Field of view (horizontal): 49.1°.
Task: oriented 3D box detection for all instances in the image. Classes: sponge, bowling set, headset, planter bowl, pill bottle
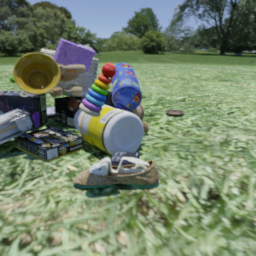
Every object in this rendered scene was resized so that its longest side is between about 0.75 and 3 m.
[{"bbox_3d":[-1.909,-2.553,10.033,1.498,0.836,0.223,7,25,-48],"label":"sponge"},{"bbox_3d":[-2.363,-1.400,10.099,1.234,1.600,2.299,-5,1,-25],"label":"bowling set"},{"bbox_3d":[-0.649,-0.997,11.849,2.546,1.196,1.572,-18,16,-35],"label":"headset"},{"bbox_3d":[-2.830,-1.593,8.771,1.383,1.383,0.576,-4,-14,-14],"label":"planter bowl"},{"bbox_3d":[-0.809,-0.033,9.603,1.461,1.461,2.625,-12,20,-34],"label":"pill bottle"}]

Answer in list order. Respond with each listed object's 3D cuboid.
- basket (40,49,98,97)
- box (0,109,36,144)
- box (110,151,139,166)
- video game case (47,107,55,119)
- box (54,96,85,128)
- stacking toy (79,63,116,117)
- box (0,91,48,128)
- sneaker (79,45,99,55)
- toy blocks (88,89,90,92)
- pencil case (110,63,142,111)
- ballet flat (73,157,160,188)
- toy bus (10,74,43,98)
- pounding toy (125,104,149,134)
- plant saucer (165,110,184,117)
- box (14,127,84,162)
[{"bbox_3d":[-2.731,-2.392,12.410,2.187,1.775,2.207,2,15,-34],"label":"basket"},{"bbox_3d":[-4.446,0.115,9.356,2.277,0.550,1.803,-28,23,-26],"label":"box"},{"bbox_3d":[-0.094,1.013,7.995,0.727,0.415,0.798,3,17,13],"label":"box"},{"bbox_3d":[-3.834,-0.802,14.322,1.428,0.190,1.999,-5,18,-6],"label":"video game case"},{"bbox_3d":[-2.202,-0.826,12.693,1.360,1.138,1.831,13,20,34],"label":"box"},{"bbox_3d":[-0.618,-0.867,6.273,0.520,1.218,0.520,27,12,-6],"label":"stacking toy"},{"bbox_3d":[-4.882,-0.809,12.117,2.380,1.455,1.262,4,15,9],"label":"box"},{"bbox_3d":[-1.914,-3.572,13.037,1.299,0.467,0.471,-8,-25,-47],"label":"sneaker"},{"bbox_3d":[-1.278,-1.098,10.964,0.711,0.640,0.761,2,27,-9],"label":"toy blocks"},{"bbox_3d":[-0.153,-1.509,10.185,0.986,1.097,2.527,29,23,-20],"label":"pencil case"},{"bbox_3d":[-0.301,1.097,7.202,2.222,0.725,0.783,-2,17,-5],"label":"ballet flat"},{"bbox_3d":[-3.375,-1.755,9.826,1.215,0.665,1.287,-15,49,-40],"label":"toy bus"},{"bbox_3d":[-0.080,-0.434,11.339,1.984,1.134,1.138,8,15,30],"label":"pounding toy"},{"bbox_3d":[2.349,-0.740,14.157,0.955,0.164,0.955,0,16,0],"label":"plant saucer"},{"bbox_3d":[-2.720,0.492,9.631,1.923,0.474,1.535,14,24,38],"label":"box"}]
